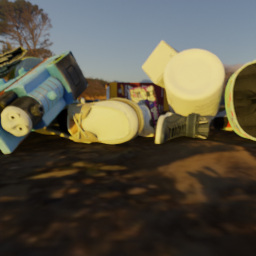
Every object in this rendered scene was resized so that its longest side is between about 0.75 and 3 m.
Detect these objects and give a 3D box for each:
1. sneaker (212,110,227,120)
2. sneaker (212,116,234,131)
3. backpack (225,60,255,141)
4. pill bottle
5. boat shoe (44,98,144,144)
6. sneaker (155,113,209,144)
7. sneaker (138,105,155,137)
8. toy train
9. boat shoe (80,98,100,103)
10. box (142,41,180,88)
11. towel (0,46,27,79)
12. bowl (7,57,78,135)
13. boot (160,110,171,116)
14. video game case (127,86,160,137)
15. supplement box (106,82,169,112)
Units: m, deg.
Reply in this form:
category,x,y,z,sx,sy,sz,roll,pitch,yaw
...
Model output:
category,x,y,z,sx,sy,sz,roll,pitch,yaw
sneaker,4.386,-0.740,12.690,1.453,0.839,0.545,5,8,37
sneaker,3.428,-0.170,8.703,0.710,0.535,1.518,-8,6,-35
backpack,3.522,-0.688,6.628,2.341,2.078,1.762,-9,2,6
pill bottle,1.795,-0.847,7.661,1.428,1.428,2.497,2,-21,14
boat shoe,-0.912,-0.079,6.301,2.806,1.049,0.960,-1,11,45
sneaker,1.290,0.027,6.570,1.127,0.593,1.559,11,23,20
sneaker,-0.025,-0.123,7.676,0.961,0.891,2.372,-18,11,-18
toy train,-2.006,-0.609,5.822,1.576,1.196,2.759,-15,27,26
boat shoe,-1.076,-0.379,8.564,0.801,1.004,2.655,1,13,-13
box,1.602,-1.658,8.673,2.243,1.065,0.872,17,31,-46
towel,-3.741,-0.804,6.519,2.625,0.453,2.527,-17,21,49
bowl,-2.626,-0.719,8.053,1.240,2.304,2.304,-27,-7,26
boot,0.530,-0.086,8.658,1.447,0.465,1.348,-8,19,26
video game case,0.463,-0.479,7.888,0.266,1.347,1.486,-18,12,-16
supplement box,0.305,-1.145,12.543,2.465,1.659,2.499,-1,6,-8
